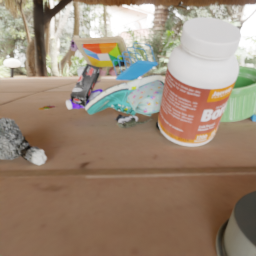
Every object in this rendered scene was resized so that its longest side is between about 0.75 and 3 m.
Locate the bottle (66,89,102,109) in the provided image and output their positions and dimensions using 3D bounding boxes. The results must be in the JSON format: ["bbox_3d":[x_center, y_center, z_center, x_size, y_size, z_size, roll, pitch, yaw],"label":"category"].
[{"bbox_3d":[-1.487,-0.967,9.822,1.351,0.441,0.564,-18,-24,-27],"label":"bottle"}]

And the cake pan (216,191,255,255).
[{"bbox_3d":[2.079,1.195,2.762,2.301,0.422,2.301,0,13,0],"label":"cake pan"}]

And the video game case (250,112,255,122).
[{"bbox_3d":[5.989,-0.647,10.550,2.820,0.251,2.018,3,23,11],"label":"video game case"}]

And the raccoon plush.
[{"bbox_3d":[-2.690,0.386,5.603,1.809,0.875,1.212,10,24,37],"label":"raccoon plush"}]

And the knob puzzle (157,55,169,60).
[{"bbox_3d":[1.808,-2.254,9.734,1.377,0.191,1.377,13,13,-3],"label":"knob puzzle"}]

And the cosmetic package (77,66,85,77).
[{"bbox_3d":[-1.611,-1.594,10.808,0.377,1.460,1.101,-11,18,-2],"label":"cosmetic package"}]

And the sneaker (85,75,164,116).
[{"bbox_3d":[-0.019,-0.933,9.316,2.852,1.136,1.105,-17,1,-7],"label":"sneaker"}]

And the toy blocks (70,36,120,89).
[{"bbox_3d":[-1.469,-2.603,11.207,1.726,1.613,1.453,-15,-22,-45],"label":"toy blocks"}]

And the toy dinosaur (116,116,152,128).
[{"bbox_3d":[0.112,-0.172,8.974,1.271,0.302,0.560,-13,17,-27],"label":"toy dinosaur"}]

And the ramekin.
[{"bbox_3d":[3.540,-1.289,10.361,2.668,1.303,2.668,-7,28,4],"label":"ramekin"}]

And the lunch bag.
[{"bbox_3d":[0.601,-0.869,8.497,1.161,0.708,0.989,-20,33,-4],"label":"lunch bag"}]

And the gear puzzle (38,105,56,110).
[{"bbox_3d":[-3.794,-0.940,12.874,0.507,0.128,0.978,5,14,21],"label":"gear puzzle"}]

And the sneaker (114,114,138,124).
[{"bbox_3d":[-0.084,-0.318,9.564,0.790,0.298,0.449,-11,29,-33],"label":"sneaker"}]

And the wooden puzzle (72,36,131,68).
[{"bbox_3d":[-0.807,-2.430,9.318,1.750,0.326,1.619,6,-19,14],"label":"wooden puzzle"}]

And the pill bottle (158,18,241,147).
[{"bbox_3d":[1.599,-0.978,6.495,1.540,2.746,1.540,2,45,-2],"label":"pill bottle"}]

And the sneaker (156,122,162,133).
[{"bbox_3d":[1.274,-0.192,8.548,0.937,0.609,1.623,-3,14,-4],"label":"sneaker"}]

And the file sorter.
[{"bbox_3d":[0.168,-2.031,8.686,0.802,0.709,1.156,-6,-13,-40],"label":"file sorter"}]

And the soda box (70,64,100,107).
[{"bbox_3d":[-1.402,-1.418,9.230,0.501,1.416,0.448,18,-30,3],"label":"soda box"}]
